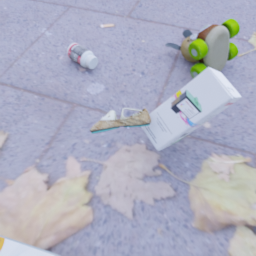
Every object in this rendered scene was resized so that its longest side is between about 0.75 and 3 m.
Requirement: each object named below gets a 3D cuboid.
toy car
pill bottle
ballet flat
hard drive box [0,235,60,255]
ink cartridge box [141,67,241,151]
[{"bbox_3d":[3.064,-3.747,12.494,2.280,2.190,2.776,-35,47,-16],"label":"toy car"},{"bbox_3d":[-2.058,-3.235,12.742,1.414,0.783,0.783,35,59,25],"label":"pill bottle"},{"bbox_3d":[-0.234,-0.243,7.937,1.797,0.634,0.587,-9,94,-15],"label":"ballet flat"},{"bbox_3d":[-2.697,3.965,6.846,2.534,0.973,1.975,13,53,10],"label":"hard drive box"},{"bbox_3d":[1.965,-0.569,8.781,1.128,2.686,1.945,57,26,11],"label":"ink cartridge box"}]
